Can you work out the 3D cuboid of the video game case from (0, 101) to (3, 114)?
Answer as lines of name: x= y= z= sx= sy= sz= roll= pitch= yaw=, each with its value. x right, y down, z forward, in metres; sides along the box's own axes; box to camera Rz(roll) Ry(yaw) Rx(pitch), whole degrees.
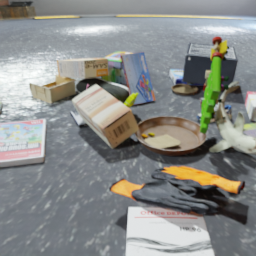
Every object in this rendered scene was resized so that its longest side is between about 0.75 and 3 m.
video game case: x=-6.795 y=-0.554 z=12.217 sx=2.287 sy=0.252 sz=2.082 roll=-8 pitch=29 yaw=-14

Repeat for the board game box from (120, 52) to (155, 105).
board game box: x=0.476 y=-2.400 z=13.583 sx=1.261 sy=2.449 sz=0.238 roll=-13 pitch=0 yaw=-23

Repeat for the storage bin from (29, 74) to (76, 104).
storage bin: x=-3.877 y=-2.067 z=14.447 sx=1.722 sy=0.813 sz=1.735 roll=20 pitch=34 yaw=32

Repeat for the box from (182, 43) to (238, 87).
box: x=4.395 y=-3.460 z=15.282 sx=2.607 sy=1.606 sz=2.586 roll=9 pitch=30 yaw=12

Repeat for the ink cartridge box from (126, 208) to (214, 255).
ink cartridge box: x=0.778 y=2.543 z=5.658 sx=1.660 sy=0.971 sz=2.862 roll=0 pitch=28 yaw=1

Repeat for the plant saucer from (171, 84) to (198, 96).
plant saucer: x=3.023 y=-2.049 z=15.060 sx=1.407 sy=0.207 sz=1.407 roll=0 pitch=29 yaw=0

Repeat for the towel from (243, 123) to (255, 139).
towel: x=4.947 y=0.411 z=10.442 sx=1.487 sy=0.236 sz=2.070 roll=-8 pitch=28 yaw=-13

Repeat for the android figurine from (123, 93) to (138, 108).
android figurine: x=-0.004 y=-1.008 z=12.058 sx=0.262 sy=1.276 sz=1.161 roll=42 pitch=24 yaw=3

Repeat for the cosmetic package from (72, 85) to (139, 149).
cosmetic package: x=-0.916 y=-0.508 z=10.600 sx=1.307 sy=1.103 sz=2.528 roll=-37 pitch=44 yaw=-15

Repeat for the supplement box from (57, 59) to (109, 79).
supplement box: x=-2.308 y=-3.033 z=14.139 sx=1.508 sy=0.880 sz=2.393 roll=-17 pitch=21 yaw=-42

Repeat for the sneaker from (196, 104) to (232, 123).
sneaker: x=3.684 y=-0.682 z=11.981 sx=1.636 sy=0.697 sz=0.630 roll=-9 pitch=29 yaw=-14

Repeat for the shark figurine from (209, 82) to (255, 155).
shark figurine: x=3.777 y=-0.117 z=10.213 sx=1.285 sy=1.839 sz=3.078 roll=26 pitch=45 yaw=-44

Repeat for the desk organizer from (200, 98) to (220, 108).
desk organizer: x=3.895 y=-1.134 z=13.022 sx=1.058 sy=0.407 sz=0.379 roll=0 pitch=30 yaw=9

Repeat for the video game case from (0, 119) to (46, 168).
video game case: x=-4.096 y=0.491 z=10.259 sx=2.055 sy=0.251 sz=2.874 roll=-6 pitch=29 yaw=-12

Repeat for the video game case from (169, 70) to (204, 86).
video game case: x=3.564 y=-2.992 z=16.527 sx=1.945 sy=0.442 sz=1.763 roll=0 pitch=28 yaw=-3

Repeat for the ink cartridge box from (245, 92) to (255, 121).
ink cartridge box: x=5.983 y=-0.923 z=12.382 sx=1.273 sy=0.731 sz=1.753 roll=6 pitch=29 yaw=12

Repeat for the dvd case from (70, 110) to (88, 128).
dvd case: x=-1.792 y=-0.476 z=12.136 sx=1.124 sy=0.185 sz=1.495 roll=-12 pitch=31 yaw=-21

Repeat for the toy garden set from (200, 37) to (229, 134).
toy garden set: x=2.909 y=-1.392 z=9.389 sx=0.545 sy=2.732 sz=2.277 roll=6 pitch=65 yaw=9

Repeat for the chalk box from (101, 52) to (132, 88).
chalk box: x=-0.456 y=-3.010 z=15.275 sx=1.687 sy=1.695 sz=2.725 roll=12 pitch=29 yaw=21

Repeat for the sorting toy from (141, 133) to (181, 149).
sorting toy: x=1.119 y=0.477 z=10.207 sx=0.996 sy=0.179 sz=1.337 roll=-13 pitch=25 yaw=-29

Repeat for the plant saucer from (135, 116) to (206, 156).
plant saucer: x=1.539 y=0.306 z=10.408 sx=2.614 sy=0.450 sz=2.614 roll=0 pitch=29 yaw=0

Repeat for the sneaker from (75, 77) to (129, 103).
sneaker: x=-1.471 y=-1.709 z=13.487 sx=2.969 sy=1.050 sz=1.472 roll=14 pitch=26 yaw=17

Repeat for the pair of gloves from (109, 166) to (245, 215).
pair of gloves: x=1.326 y=1.456 z=7.175 sx=2.663 sy=0.370 sz=2.989 roll=6 pitch=8 yaw=37
